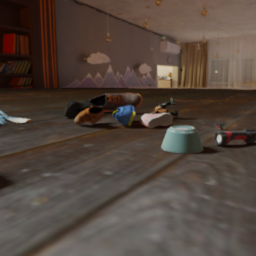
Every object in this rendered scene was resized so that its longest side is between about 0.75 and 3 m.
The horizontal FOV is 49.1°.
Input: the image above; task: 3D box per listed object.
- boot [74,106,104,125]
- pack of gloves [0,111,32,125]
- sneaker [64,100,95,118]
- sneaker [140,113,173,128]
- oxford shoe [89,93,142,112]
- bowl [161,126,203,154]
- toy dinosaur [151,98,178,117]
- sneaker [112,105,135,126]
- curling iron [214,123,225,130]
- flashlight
[{"bbox_3d":[-1.087,-0.499,9.129,1.222,0.469,0.949,-14,-12,-42],"label":"boot"},{"bbox_3d":[-4.531,-0.367,9.840,1.717,0.339,1.443,6,11,33],"label":"pack of gloves"},{"bbox_3d":[-1.813,-0.735,11.192,0.789,0.660,1.738,20,23,26],"label":"sneaker"},{"bbox_3d":[0.885,-0.286,9.060,1.141,0.430,0.597,-13,21,-36],"label":"sneaker"},{"bbox_3d":[-0.571,-1.118,12.214,2.350,0.838,0.857,-7,-11,18],"label":"oxford shoe"},{"bbox_3d":[1.181,0.223,6.105,0.909,0.476,0.909,0,11,0],"label":"bowl"},{"bbox_3d":[1.364,-0.611,10.736,1.000,0.752,1.473,-15,24,-1],"label":"toy dinosaur"},{"bbox_3d":[-0.175,-0.514,9.428,0.669,0.562,1.706,19,11,-6],"label":"sneaker"},{"bbox_3d":[2.810,-0.060,8.696,0.189,0.097,0.761,-39,6,3],"label":"curling iron"},{"bbox_3d":[2.492,0.241,6.487,1.013,0.343,0.344,2,48,-19],"label":"flashlight"}]
